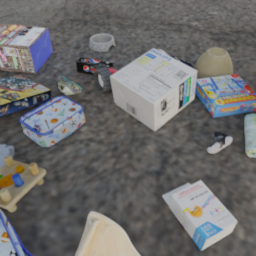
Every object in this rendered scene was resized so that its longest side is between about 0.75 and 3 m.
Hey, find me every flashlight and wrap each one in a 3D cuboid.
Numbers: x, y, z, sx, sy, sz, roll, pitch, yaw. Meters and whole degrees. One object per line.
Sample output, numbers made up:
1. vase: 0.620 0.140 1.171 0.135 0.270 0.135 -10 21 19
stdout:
1. flashlight: 0.027 -2.217 11.373 2.806 0.954 0.950 -21 90 -27

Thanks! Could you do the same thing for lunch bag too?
1. lunch bag: -3.072 2.882 5.690 2.038 0.961 2.544 -23 47 -29
2. lunch bag: -2.542 -0.273 9.320 1.572 0.741 1.962 30 49 31

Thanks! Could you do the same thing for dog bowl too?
1. dog bowl: -1.307 -4.279 13.968 1.329 0.390 1.329 1 43 -1

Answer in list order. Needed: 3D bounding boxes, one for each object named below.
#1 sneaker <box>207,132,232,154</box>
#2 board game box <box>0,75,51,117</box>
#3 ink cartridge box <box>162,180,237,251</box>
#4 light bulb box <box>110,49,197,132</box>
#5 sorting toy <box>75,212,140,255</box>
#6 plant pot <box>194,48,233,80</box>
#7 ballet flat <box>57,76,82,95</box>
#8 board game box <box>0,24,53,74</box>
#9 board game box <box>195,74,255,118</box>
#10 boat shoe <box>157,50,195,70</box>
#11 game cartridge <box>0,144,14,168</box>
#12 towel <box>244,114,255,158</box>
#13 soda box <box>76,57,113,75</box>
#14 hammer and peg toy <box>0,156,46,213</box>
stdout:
1. sneaker: 2.735 0.434 8.720 0.917 0.346 0.522 -25 44 -15
2. board game box: -4.384 -1.151 9.966 1.814 0.463 2.677 27 34 26
3. ink cartridge box: 1.691 1.982 6.941 0.965 0.569 1.677 -20 46 -21
4. light bulb box: 0.899 -1.404 9.836 2.152 1.343 2.133 -37 55 -23
5. sorting toy: -0.297 3.254 5.170 2.223 1.319 2.469 21 44 10
6. plant pot: 3.601 -2.673 11.670 1.648 1.107 1.648 0 43 0
7. ballet flat: -2.303 -1.526 10.721 0.575 0.575 1.599 -26 37 -26
8. board game box: -5.070 -3.574 12.516 2.630 1.274 2.097 7 43 8
9. board game box: 3.673 -1.251 10.534 1.824 0.510 1.786 -9 43 -10
10. boat shoe: 1.994 -2.722 12.089 0.970 0.781 2.093 -10 48 -24
11. game cartridge: -4.123 1.342 7.742 1.444 0.450 2.169 -6 41 0
12. towel: 4.726 0.349 8.805 2.010 0.484 1.720 10 42 11
13. soda box: -1.433 -2.581 11.970 1.538 0.544 0.487 14 40 14
14. hammer and peg toy: -2.992 1.492 6.653 1.357 0.651 1.846 9 36 27
